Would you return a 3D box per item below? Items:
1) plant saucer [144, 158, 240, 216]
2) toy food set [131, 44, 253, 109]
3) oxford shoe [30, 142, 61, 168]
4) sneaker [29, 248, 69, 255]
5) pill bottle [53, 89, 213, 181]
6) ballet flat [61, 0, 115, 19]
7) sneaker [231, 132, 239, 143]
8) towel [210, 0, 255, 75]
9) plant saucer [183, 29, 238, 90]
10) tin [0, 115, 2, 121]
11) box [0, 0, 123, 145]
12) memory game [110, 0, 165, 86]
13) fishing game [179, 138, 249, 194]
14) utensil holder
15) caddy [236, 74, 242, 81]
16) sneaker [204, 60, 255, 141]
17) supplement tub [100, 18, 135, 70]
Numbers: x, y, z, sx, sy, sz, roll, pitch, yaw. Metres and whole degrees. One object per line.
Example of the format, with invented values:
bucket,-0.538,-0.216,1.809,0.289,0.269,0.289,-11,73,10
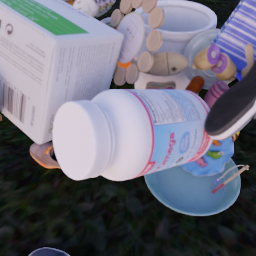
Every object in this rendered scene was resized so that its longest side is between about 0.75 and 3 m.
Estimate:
plant saucer,1.614,1.266,7.287,2.432,0.437,2.432,1,44,-1
toy food set,1.530,-1.069,6.673,2.729,1.735,0.430,-7,43,21
oxford shoe,-1.929,0.663,7.474,2.115,0.771,0.754,12,60,30
sneaker,-1.010,3.070,4.963,2.791,1.108,1.095,33,54,31
pill bottle,0.200,0.078,5.259,2.939,1.598,1.598,-7,39,-42
ballet flat,-1.651,-3.634,8.775,2.759,0.992,0.992,-4,39,29
sneaker,2.281,-0.211,8.672,2.307,0.807,1.038,29,38,26
towel,3.075,-2.191,6.146,1.715,2.369,0.282,27,38,-5
plant saucer,2.204,-1.737,7.212,1.547,1.547,0.388,1,17,1
tin,-3.126,-0.567,5.722,1.094,1.954,0.409,42,68,-5
box,-1.692,-1.323,5.948,2.210,2.221,1.903,35,35,23
memory game,0.045,-1.915,6.009,0.132,2.067,2.067,5,35,-38
fishing game,2.029,0.520,7.531,1.614,0.350,2.255,-35,58,-2
utensil holder,1.399,-2.312,9.230,2.452,2.885,2.452,-1,44,1
caddy,5.305,-2.488,10.453,2.882,1.513,2.037,-10,67,-13
sneaker,2.731,-0.383,5.489,2.567,1.550,1.073,-46,21,-7
supplement tub,-0.406,-3.127,11.014,1.563,1.563,2.551,-12,45,-12
